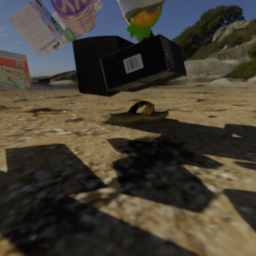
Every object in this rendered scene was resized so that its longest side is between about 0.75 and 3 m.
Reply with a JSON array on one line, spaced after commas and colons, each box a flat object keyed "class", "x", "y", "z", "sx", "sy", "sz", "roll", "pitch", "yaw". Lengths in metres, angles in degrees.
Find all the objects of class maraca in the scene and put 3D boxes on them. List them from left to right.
[{"class": "maraca", "x": 0.487, "y": -3.402, "z": 8.600, "sx": 1.003, "sy": 1.463, "sz": 0.783, "roll": 23, "pitch": 2, "yaw": 26}]

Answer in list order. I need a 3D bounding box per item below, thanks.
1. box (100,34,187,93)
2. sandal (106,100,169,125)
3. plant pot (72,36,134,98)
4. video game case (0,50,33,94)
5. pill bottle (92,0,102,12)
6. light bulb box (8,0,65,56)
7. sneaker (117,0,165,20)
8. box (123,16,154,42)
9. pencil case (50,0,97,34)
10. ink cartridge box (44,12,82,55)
[{"class": "box", "x": 0.534, "y": -1.933, "z": 8.934, "sx": 2.088, "sy": 1.087, "sz": 1.901, "roll": -14, "pitch": -3, "yaw": 27}, {"class": "sandal", "x": 0.467, "y": -0.656, "z": 10.750, "sx": 2.886, "sy": 0.779, "sz": 1.159, "roll": -7, "pitch": 12, "yaw": -36}, {"class": "plant pot", "x": -0.760, "y": -2.736, "z": 12.130, "sx": 2.050, "sy": 2.305, "sz": 2.311, "roll": -10, "pitch": -5, "yaw": 31}, {"class": "video game case", "x": -3.299, "y": -1.453, "z": 7.229, "sx": 1.465, "sy": 0.179, "sz": 2.049, "roll": 9, "pitch": -17, "yaw": -12}, {"class": "pill bottle", "x": -1.255, "y": -4.008, "z": 9.270, "sx": 0.757, "sy": 0.427, "sz": 0.427, "roll": -11, "pitch": 5, "yaw": 21}, {"class": "light bulb box", "x": -2.537, "y": -2.876, "z": 7.955, "sx": 0.752, "sy": 1.205, "sz": 1.194, "roll": -30, "pitch": 28, "yaw": 15}, {"class": "sneaker", "x": 0.391, "y": -3.438, "z": 7.554, "sx": 1.627, "sy": 0.652, "sz": 0.572, "roll": -28, "pitch": -4, "yaw": -38}, {"class": "box", "x": 0.716, "y": -3.644, "z": 11.457, "sx": 0.657, "sy": 2.127, "sz": 2.663, "roll": -31, "pitch": 29, "yaw": 10}, {"class": "pencil case", "x": -1.155, "y": -2.620, "z": 6.091, "sx": 0.831, "sy": 0.846, "sz": 1.980, "roll": -36, "pitch": 7, "yaw": 1}, {"class": "ink cartridge box", "x": -2.567, "y": -3.377, "z": 9.864, "sx": 1.478, "sy": 1.070, "sz": 0.621, "roll": -18, "pitch": 25, "yaw": 27}]
